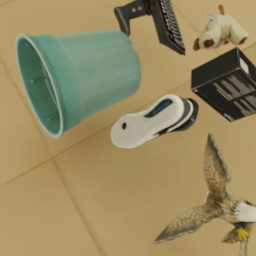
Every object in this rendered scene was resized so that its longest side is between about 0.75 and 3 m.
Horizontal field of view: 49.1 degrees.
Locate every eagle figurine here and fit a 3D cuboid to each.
[{"bbox_3d":[1.927,1.621,6.059,2.904,2.192,2.204,29,42,-28],"label":"eagle figurine"}]

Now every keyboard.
[{"bbox_3d":[0.824,-2.971,7.001,1.389,0.297,2.314,12,58,-44],"label":"keyboard"}]

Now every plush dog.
[{"bbox_3d":[2.384,-2.575,7.681,1.357,1.166,1.089,-9,80,-10],"label":"plush dog"}]

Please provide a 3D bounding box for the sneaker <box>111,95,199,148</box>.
[{"bbox_3d":[0.755,-0.031,7.245,1.345,2.405,0.879,5,68,-44],"label":"sneaker"}]

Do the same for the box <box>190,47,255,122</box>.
[{"bbox_3d":[2.476,-0.930,6.602,1.731,1.221,0.682,30,51,-33],"label":"box"}]

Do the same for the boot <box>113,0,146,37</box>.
[{"bbox_3d":[0.282,-3.848,9.730,1.316,0.432,1.085,-27,104,-21],"label":"boot"}]

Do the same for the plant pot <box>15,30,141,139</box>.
[{"bbox_3d":[-1.234,-1.421,7.549,2.600,2.655,2.655,-25,68,-29],"label":"plant pot"}]
